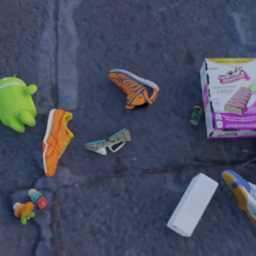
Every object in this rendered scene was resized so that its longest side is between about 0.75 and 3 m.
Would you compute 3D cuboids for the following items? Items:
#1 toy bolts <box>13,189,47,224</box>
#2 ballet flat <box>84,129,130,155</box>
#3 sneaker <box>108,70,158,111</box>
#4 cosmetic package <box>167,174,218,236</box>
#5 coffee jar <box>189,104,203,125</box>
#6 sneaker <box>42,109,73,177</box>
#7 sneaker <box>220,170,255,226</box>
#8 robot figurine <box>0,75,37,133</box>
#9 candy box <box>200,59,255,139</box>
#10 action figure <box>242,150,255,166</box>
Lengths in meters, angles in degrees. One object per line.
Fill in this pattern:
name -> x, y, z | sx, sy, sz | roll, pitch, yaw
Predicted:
toy bolts -> -3.219, 2.394, 9.016 | 0.701, 0.966, 1.011 | 37, 54, 21
ballet flat -> -0.690, 0.592, 9.941 | 1.679, 0.569, 0.632 | -21, 90, -10
sneaker -> -0.009, -1.397, 10.588 | 2.112, 0.819, 1.183 | 23, 80, 20
cosmetic package -> 2.031, 2.450, 8.897 | 0.695, 0.954, 1.877 | 31, 72, 10
coffee jar -> 2.540, -0.504, 10.425 | 0.323, 0.395, 0.758 | -2, 58, 47
sneaker -> -2.454, 0.479, 9.783 | 0.954, 0.903, 2.474 | 9, 70, -8
sneaker -> 4.055, 2.235, 9.143 | 1.043, 0.891, 2.366 | -34, 78, -25
robot figurine -> -4.125, -0.910, 10.151 | 1.857, 1.224, 2.116 | -28, 70, 3
candy box -> 3.891, -1.118, 10.405 | 2.031, 0.909, 2.979 | -1, 67, 0
action figure -> 5.422, 1.063, 9.147 | 2.981, 1.521, 1.771 | 5, 97, 33
